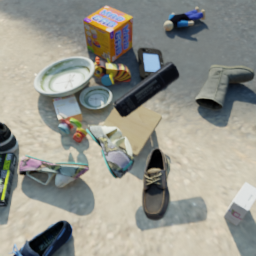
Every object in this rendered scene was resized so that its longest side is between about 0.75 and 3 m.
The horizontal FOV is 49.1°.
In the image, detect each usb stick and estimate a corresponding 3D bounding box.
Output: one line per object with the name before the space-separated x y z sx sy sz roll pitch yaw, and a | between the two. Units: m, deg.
usb stick | 0.671 -1.343 9.785 2.624 0.728 0.428 -37 23 -7

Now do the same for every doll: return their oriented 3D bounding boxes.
doll | 3.228 -6.289 16.280 2.643 0.640 1.803 -25 47 -17

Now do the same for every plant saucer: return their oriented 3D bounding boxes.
plant saucer | -1.439 -1.271 12.520 1.446 0.363 1.446 0 51 0
plant saucer | -2.835 -2.195 12.826 2.853 0.716 2.853 -8 44 8

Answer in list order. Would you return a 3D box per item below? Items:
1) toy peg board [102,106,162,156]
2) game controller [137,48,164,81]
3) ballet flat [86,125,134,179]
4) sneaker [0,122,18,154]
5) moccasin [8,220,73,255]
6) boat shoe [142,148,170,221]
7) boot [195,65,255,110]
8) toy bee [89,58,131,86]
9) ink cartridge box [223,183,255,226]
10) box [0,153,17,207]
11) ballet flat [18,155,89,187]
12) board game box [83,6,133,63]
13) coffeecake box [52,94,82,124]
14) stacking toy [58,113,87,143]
toy peg board | 0.117 0.062 11.290 1.894 0.927 1.887 27 72 21
game controller | 1.149 -3.156 13.915 1.283 0.518 2.460 -2 53 -1
ballet flat | -0.416 0.431 7.293 0.837 0.837 2.326 -19 32 -14
sneaker | -5.822 0.284 10.458 2.966 1.659 1.084 -7 52 -5
moccasin | -2.867 3.630 8.312 1.043 0.884 2.592 34 59 24
boat shoe | 0.683 1.424 7.539 0.800 0.787 2.148 -12 38 17
boot | 4.395 -1.826 12.626 2.248 0.897 2.472 7 44 24
toy bee | -1.063 -2.600 12.973 2.443 1.328 1.599 -23 56 -18
ink cartridge box | 3.641 2.456 9.018 0.521 1.232 0.890 33 59 23
box | -5.146 1.858 9.994 1.932 0.475 2.001 -3 51 -5
ballet flat | -2.698 1.606 10.030 2.647 0.915 0.942 7 70 11
board game box | -0.985 -4.837 14.434 1.765 1.764 1.764 32 58 23
coffeecake box | -2.624 -0.794 12.076 0.974 0.464 1.269 -17 54 -13
stacking toy | -2.310 0.036 11.069 1.227 1.110 0.518 24 67 16
